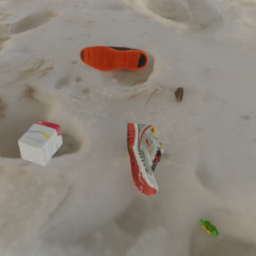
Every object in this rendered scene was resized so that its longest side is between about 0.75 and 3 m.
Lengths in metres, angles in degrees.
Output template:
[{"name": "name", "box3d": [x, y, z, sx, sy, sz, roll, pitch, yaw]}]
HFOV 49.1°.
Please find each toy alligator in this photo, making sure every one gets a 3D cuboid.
[{"name": "toy alligator", "box3d": [2.113, 2.536, 6.992, 0.230, 0.211, 0.776, -30, 52, -28]}]

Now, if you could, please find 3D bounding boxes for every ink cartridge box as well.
[{"name": "ink cartridge box", "box3d": [-2.688, 0.450, 8.647, 0.809, 0.813, 1.118, 15, 41, 11]}]

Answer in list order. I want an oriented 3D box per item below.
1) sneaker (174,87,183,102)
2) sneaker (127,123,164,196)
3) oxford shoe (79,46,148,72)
[{"name": "sneaker", "box3d": [1.958, -1.278, 10.958, 0.321, 0.299, 0.850, -4, 38, 25]}, {"name": "sneaker", "box3d": [0.584, 0.763, 8.249, 1.086, 1.029, 2.643, -3, 44, -4]}, {"name": "oxford shoe", "box3d": [-0.628, -3.122, 12.453, 2.997, 1.067, 1.087, 6, 26, -2]}]
